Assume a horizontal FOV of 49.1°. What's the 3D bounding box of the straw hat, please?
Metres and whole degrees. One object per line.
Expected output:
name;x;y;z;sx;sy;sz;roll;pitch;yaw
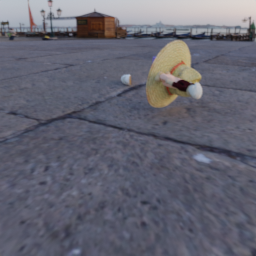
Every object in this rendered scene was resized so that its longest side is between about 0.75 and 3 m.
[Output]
straw hat;1.992;-1.724;10.258;1.187;2.804;2.804;32;36;33

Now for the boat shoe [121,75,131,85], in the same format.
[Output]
boat shoe;-0.127;-2.637;15.401;0.543;0.555;1.567;-1;12;-1

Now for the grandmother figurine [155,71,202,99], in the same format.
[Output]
grandmother figurine;1.682;-1.360;8.907;1.074;0.536;1.771;-13;31;-28

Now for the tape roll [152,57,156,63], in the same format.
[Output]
tape roll;1.272;-2.371;10.178;0.779;0.331;0.779;5;22;-2
